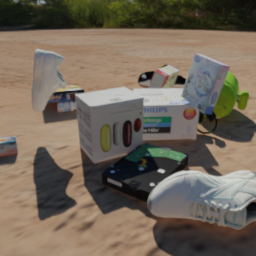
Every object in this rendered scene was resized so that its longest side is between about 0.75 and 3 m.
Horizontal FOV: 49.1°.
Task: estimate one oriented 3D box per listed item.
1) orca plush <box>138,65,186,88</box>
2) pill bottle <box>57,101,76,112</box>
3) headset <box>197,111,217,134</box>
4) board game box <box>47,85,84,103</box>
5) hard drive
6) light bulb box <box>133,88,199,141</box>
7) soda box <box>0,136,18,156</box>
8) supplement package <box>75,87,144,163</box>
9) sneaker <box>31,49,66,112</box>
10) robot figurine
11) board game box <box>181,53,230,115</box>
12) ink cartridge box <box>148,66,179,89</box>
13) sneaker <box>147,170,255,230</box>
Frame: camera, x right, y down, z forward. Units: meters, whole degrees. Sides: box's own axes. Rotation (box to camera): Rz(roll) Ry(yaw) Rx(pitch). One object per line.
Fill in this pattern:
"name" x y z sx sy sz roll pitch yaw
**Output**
"orca plush" 1.940 -2.638 14.242 2.981 1.060 1.569 15 28 31
"pill bottle" -2.410 -0.863 11.095 0.754 0.410 0.410 -4 25 -10
"headset" 2.531 -0.388 9.183 0.733 1.187 0.558 -4 0 23
"board game box" -2.862 -1.473 11.929 1.609 0.411 2.375 -8 15 -18
"hard drive" 0.480 1.021 6.940 1.387 0.376 1.986 15 29 30
"light bulb box" 1.141 -0.500 9.279 1.917 1.207 1.934 -1 24 -3
"soda box" -3.785 0.566 7.892 1.229 0.420 0.391 -9 26 -18
"supplement package" -0.520 -0.132 7.951 1.579 1.652 1.215 -13 27 -25
"sneaker" -2.337 -1.250 8.267 0.940 2.125 0.799 5 46 -18
"robot figurine" 3.359 -1.303 10.630 2.269 1.496 2.586 11 30 21
"board game box" 2.032 -1.219 7.594 0.286 1.312 1.318 5 25 -22
"ink cartridge box" 1.643 -2.174 13.014 0.641 1.115 1.537 32 36 19
"sneaker" 1.679 1.419 5.432 2.598 0.914 1.041 -4 27 -9
